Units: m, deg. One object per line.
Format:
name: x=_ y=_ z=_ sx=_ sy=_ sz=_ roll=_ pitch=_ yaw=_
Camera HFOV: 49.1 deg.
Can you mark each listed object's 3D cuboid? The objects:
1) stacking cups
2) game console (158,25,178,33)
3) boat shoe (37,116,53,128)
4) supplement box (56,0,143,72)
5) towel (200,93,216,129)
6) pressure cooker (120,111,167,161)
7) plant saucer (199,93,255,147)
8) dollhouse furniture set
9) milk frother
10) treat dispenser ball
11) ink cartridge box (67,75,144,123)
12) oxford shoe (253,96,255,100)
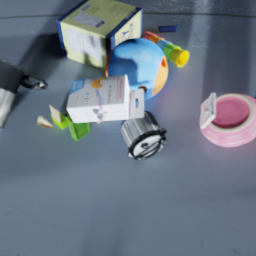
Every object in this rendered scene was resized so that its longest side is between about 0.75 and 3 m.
stacking cups: x=1.677 y=-3.900 z=13.717 sx=0.811 sy=0.811 sz=2.679 roll=-35 pitch=55 yaw=-25
game console: x=2.118 y=-5.437 z=15.017 sx=0.925 sy=0.547 sz=0.789 roll=-5 pitch=52 yaw=-5
boat shoe: x=-2.611 y=-0.163 z=8.897 sx=0.305 sy=0.832 sz=0.261 roll=-7 pitch=78 yaw=5
supplement box: x=-1.251 y=-4.526 z=13.367 sx=2.903 sy=1.951 sz=2.906 roll=24 pitch=55 yaw=18
towel: x=2.867 y=-0.622 z=10.103 sx=0.165 sy=0.981 sz=1.027 roll=13 pitch=61 yaw=-6
pressure cooker: x=0.546 y=0.345 z=9.816 sx=1.380 sy=1.359 sz=1.545 roll=-9 pitch=50 yaw=-22
plant saucer: x=3.780 y=-0.431 z=10.410 sx=2.309 sy=0.585 sz=2.309 roll=-14 pitch=53 yaw=20
dollhouse furniture set: x=-1.658 y=-0.913 z=10.941 sx=2.418 sy=1.213 sz=1.584 roll=-38 pitch=60 yaw=-26
milk frother: x=-4.639 y=-1.179 z=10.981 sx=2.549 sy=2.300 sz=2.397 roll=20 pitch=88 yaw=-25
treat dispenser ball: x=0.339 y=-2.327 z=11.314 sx=2.502 sy=2.502 sz=2.502 roll=0 pitch=51 yaw=0
ink cartridge box: x=-0.708 y=-1.001 z=9.448 sx=2.401 sy=0.814 sz=1.382 roll=-4 pitch=53 yaw=8
oxford shoe: x=4.549 y=-0.395 z=10.902 sx=2.742 sy=0.978 sz=1.000 roll=-34 pitch=17 yaw=-12
